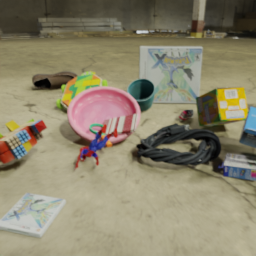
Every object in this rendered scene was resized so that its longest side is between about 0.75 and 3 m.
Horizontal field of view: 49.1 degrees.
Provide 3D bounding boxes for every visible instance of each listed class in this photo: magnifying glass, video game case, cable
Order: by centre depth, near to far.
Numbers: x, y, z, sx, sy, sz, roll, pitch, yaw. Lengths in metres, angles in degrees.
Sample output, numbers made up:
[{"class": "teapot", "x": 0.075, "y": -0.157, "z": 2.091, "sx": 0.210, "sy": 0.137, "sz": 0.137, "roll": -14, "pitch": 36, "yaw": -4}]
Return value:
[{"class": "video game case", "x": -2.130, "y": 1.909, "z": 6.257, "sx": 1.057, "sy": 0.128, "sz": 1.160, "roll": 6, "pitch": 23, "yaw": 13}, {"class": "cable", "x": 1.508, "y": 0.614, "z": 8.647, "sx": 2.641, "sy": 0.671, "sz": 2.155, "roll": -14, "pitch": 28, "yaw": -29}, {"class": "magnifying glass", "x": -0.854, "y": 0.211, "z": 8.977, "sx": 0.545, "sy": 0.153, "sz": 1.369, "roll": -6, "pitch": 33, "yaw": -26}, {"class": "video game case", "x": 1.975, "y": -2.500, "z": 13.374, "sx": 2.917, "sy": 2.659, "sz": 0.321, "roll": 1, "pitch": 15, "yaw": 2}]

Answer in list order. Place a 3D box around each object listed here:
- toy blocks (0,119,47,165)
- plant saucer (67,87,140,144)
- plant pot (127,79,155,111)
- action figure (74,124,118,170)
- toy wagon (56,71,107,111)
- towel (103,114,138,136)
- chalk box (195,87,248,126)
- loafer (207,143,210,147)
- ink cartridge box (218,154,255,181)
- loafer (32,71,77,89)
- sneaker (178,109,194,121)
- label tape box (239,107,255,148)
[{"class": "toy blocks", "x": -3.176, "y": 0.454, "z": 7.799, "sx": 2.185, "sy": 1.092, "sz": 1.493, "roll": -38, "pitch": 20, "yaw": -34}, {"class": "plant saucer", "x": -0.851, "y": -0.393, "z": 9.957, "sx": 2.534, "sy": 0.642, "sz": 2.534, "roll": 3, "pitch": 53, "yaw": -4}, {"class": "plant pot", "x": 0.629, "y": -1.351, "z": 12.346, "sx": 1.191, "sy": 1.119, "sz": 1.191, "roll": -5, "pitch": 60, "yaw": 8}, {"class": "action figure", "x": -0.961, "y": 0.699, "z": 7.830, "sx": 0.567, "sy": 1.737, "sz": 0.860, "roll": 24, "pitch": 50, "yaw": -23}, {"class": "toy wagon", "x": -2.079, "y": -1.814, "z": 13.026, "sx": 2.191, "sy": 0.559, "sz": 2.823, "roll": -5, "pitch": 49, "yaw": 13}, {"class": "towel", "x": -0.299, "y": -0.081, "z": 9.458, "sx": 1.245, "sy": 0.142, "sz": 0.897, "roll": -10, "pitch": 37, "yaw": 16}, {"class": "chalk box", "x": 3.380, "y": -0.717, "z": 10.609, "sx": 1.201, "sy": 1.195, "sz": 1.930, "roll": -5, "pitch": -6, "yaw": -15}, {"class": "loafer", "x": 2.777, "y": 0.406, "z": 9.729, "sx": 0.298, "sy": 0.261, "sz": 0.828, "roll": -24, "pitch": 8, "yaw": 26}, {"class": "ink cartridge box", "x": 3.067, "y": 1.069, "z": 7.815, "sx": 1.045, "sy": 0.399, "sz": 0.713, "roll": 7, "pitch": 25, "yaw": 24}, {"class": "loafer", "x": -4.137, "y": -2.542, "z": 15.882, "sx": 2.711, "sy": 0.990, "sz": 0.963, "roll": -5, "pitch": 33, "yaw": 2}, {"class": "sneaker", "x": 2.494, "y": -0.601, "z": 11.660, "sx": 0.396, "sy": 0.366, "sz": 0.982, "roll": 38, "pitch": 36, "yaw": 20}, {"class": "label tape box", "x": 4.190, "y": 0.138, "z": 7.639, "sx": 1.946, "sy": 0.854, "sz": 2.698, "roll": 17, "pitch": -5, "yaw": 20}]
